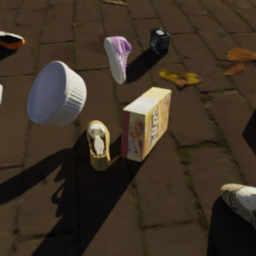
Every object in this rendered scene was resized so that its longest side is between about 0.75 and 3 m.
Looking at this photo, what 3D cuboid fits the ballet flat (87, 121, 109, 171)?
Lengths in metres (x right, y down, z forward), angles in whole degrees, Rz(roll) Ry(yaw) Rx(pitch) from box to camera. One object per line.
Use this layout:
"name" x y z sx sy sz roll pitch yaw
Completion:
"ballet flat" -0.874 0.345 8.389 0.693 0.636 2.018 -9 46 -9

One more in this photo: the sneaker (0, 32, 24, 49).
"sneaker" -5.639 -4.100 12.794 1.889 0.715 0.869 4 41 2

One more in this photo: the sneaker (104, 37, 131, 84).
"sneaker" -0.172 -2.297 9.401 0.885 1.553 0.563 -18 8 -31

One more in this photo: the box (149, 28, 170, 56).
"box" 1.380 -3.809 12.367 0.530 0.840 0.854 -21 49 -20

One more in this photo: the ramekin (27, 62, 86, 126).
"ramekin" -1.751 -0.776 6.982 0.753 1.618 1.618 23 25 -46

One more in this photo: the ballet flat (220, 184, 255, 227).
"ballet flat" 3.268 2.031 6.486 0.853 0.947 2.516 -27 51 -20

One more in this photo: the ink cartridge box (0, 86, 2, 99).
"ink cartridge box" -4.448 -0.406 8.148 1.317 0.756 1.813 -14 67 29

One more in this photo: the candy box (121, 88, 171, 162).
"candy box" 0.544 -0.188 7.850 0.638 1.333 2.309 12 26 19
